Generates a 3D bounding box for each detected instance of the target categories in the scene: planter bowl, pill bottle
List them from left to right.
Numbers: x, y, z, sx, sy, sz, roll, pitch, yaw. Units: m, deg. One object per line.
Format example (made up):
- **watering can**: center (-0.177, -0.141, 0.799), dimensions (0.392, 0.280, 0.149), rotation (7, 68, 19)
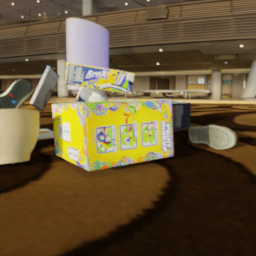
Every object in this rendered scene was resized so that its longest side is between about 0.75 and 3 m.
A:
- **planter bowl**: center (-3.347, 0.329, 7.522), dimensions (1.970, 1.326, 1.970), rotation (-8, -5, -1)
- **pill bottle**: center (-1.783, -1.064, 13.008), dimensions (1.389, 2.503, 1.389), rotation (21, 28, -12)

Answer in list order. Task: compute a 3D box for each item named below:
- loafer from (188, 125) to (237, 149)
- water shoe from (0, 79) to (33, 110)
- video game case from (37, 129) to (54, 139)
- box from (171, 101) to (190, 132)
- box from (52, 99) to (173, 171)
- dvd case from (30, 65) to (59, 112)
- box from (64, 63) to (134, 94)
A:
- **loafer**: center (3.226, 0.249, 10.507), dimensions (0.798, 0.862, 2.293), rotation (-8, 10, -24)
- **water shoe**: center (-3.760, -0.620, 8.658), dimensions (0.873, 0.791, 2.212), rotation (-44, 7, 48)
- **video game case**: center (-4.175, 0.289, 12.694), dimensions (1.555, 0.188, 1.708), rotation (-5, 9, -32)
- **box**: center (1.693, -0.665, 14.843), dimensions (2.478, 1.527, 2.458), rotation (5, 8, 33)
- **box**: center (-0.548, 0.022, 8.342), dimensions (2.649, 1.678, 2.750), rotation (-6, 7, -30)
- **dvd case**: center (-3.160, -1.473, 10.715), dimensions (0.140, 1.594, 1.137), rotation (21, -8, 7)
- **box**: center (-1.161, -2.009, 11.319), dimensions (2.673, 0.859, 0.936), rotation (6, 13, -17)
